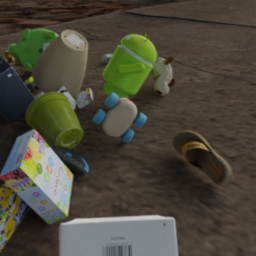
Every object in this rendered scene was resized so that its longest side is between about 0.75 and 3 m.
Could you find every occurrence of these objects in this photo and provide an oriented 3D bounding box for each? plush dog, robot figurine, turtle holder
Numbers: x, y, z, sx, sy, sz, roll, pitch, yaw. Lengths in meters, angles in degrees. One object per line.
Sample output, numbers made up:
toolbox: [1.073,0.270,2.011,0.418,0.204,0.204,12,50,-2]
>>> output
plush dog: [1.393,-2.430,11.992,1.833,1.470,1.574,45,12,4]
robot figurine: [0.049,-2.310,10.593,1.512,2.614,2.294,27,19,-16]
turtle holder: [-4.315,-3.547,13.594,2.772,2.106,1.969,-24,10,3]

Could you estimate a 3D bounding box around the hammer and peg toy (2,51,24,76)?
hammer and peg toy: [-6.528,-2.939,13.309,2.602,0.917,1.914,-21,38,-34]

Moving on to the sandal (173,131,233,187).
sandal: [1.854,0.757,7.495,0.570,0.848,2.111,-1,32,-33]

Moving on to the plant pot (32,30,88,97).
plant pot: [-2.327,-2.472,10.310,1.952,2.084,1.952,17,50,-22]

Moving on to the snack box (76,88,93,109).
snack box: [-1.721,-1.173,11.046,0.627,0.234,0.882,-27,34,6]

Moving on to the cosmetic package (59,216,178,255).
cosmetic package: [-0.167,2.037,4.679,1.680,1.685,1.036,-2,75,-3]

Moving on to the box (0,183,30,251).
box: [-2.694,1.850,6.107,0.585,0.637,1.819,7,33,11]

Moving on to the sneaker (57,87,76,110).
sneaker: [-2.370,-0.732,9.777,0.549,0.840,1.461,-26,28,44]

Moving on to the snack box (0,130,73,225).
snack box: [-1.950,1.085,6.317,0.561,1.657,1.397,-24,32,10]

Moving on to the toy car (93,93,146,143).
toy car: [-0.257,-0.467,9.048,1.319,1.265,1.430,34,18,-12]

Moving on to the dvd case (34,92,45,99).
dvd case: [-2.957,-1.460,11.177,1.557,0.171,1.137,-17,21,14]

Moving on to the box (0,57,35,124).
box: [-4.599,-1.539,10.161,1.236,1.754,2.370,-38,44,-15]

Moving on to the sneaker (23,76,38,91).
sneaker: [-4.005,-2.024,12.259,0.532,0.583,1.441,-14,21,31]

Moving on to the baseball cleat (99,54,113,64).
baseball cleat: [-0.882,-3.745,15.118,0.704,0.461,1.323,25,41,34]

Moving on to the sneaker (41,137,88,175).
sneaker: [-1.988,0.873,7.550,1.884,0.772,0.690,27,7,-4]

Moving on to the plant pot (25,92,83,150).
plant pot: [-2.137,-0.076,8.575,1.477,1.477,1.422,-22,54,-31]
